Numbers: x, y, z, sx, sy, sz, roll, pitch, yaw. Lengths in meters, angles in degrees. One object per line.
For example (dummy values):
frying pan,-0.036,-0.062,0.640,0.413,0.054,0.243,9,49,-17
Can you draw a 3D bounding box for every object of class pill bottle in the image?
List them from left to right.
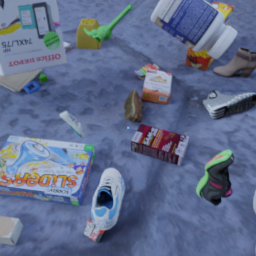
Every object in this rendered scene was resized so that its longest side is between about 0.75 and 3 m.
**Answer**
pill bottle,1.961,-3.104,8.311,2.345,1.301,1.301,34,50,-3

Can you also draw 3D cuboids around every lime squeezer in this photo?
lime squeezer,-0.693,-2.445,6.918,0.373,0.699,1.978,12,-7,-39

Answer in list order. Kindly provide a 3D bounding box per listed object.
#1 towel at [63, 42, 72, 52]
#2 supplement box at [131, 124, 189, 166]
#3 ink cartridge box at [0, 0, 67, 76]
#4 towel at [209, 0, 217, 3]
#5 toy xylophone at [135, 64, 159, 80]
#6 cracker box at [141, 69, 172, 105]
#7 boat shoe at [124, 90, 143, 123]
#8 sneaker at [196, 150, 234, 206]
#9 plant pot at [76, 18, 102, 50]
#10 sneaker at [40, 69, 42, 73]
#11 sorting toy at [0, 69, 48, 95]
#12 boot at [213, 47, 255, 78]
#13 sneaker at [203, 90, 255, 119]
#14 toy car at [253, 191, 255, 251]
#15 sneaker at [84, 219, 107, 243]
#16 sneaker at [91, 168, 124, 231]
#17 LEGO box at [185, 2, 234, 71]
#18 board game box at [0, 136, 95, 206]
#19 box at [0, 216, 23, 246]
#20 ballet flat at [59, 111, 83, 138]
towel,-3.842,-3.843,13.372,1.626,0.274,1.703,29,51,26
supplement box,1.001,0.508,8.898,1.649,0.502,0.897,15,47,16
ink cartridge box,-3.495,-3.301,8.722,2.108,2.873,2.098,-22,28,-32
towel,2.853,-4.265,8.235,1.098,0.795,0.131,-14,-3,36
toy xylophone,0.858,-2.319,11.855,1.091,0.274,0.799,-32,54,-27
cracker box,1.135,-1.646,11.003,1.030,0.444,1.538,11,46,2
boat shoe,0.225,-0.759,10.172,0.586,0.625,1.736,28,33,-19
sneaker,1.623,0.891,4.888,0.528,1.376,0.576,-31,55,-24
plant pot,-1.889,-4.584,13.481,1.131,1.157,1.123,4,46,5
sneaker,-4.155,-2.576,12.085,0.973,0.325,0.522,32,52,24
sorting toy,-4.473,-2.073,11.473,2.738,0.373,1.542,26,58,23
boot,4.490,-2.723,11.579,1.683,1.231,0.591,8,46,8
sneaker,3.705,-1.120,10.352,2.047,0.768,1.182,-16,45,-14
toy car,4.293,2.147,6.122,2.502,2.144,2.859,12,46,10
sneaker,-0.723,2.380,7.165,0.530,0.330,0.989,20,51,16
sneaker,-0.509,1.680,7.393,0.760,0.766,2.115,-2,28,4
LEGO box,3.600,-4.087,12.420,1.010,1.950,2.618,23,50,21
board game box,-2.518,1.192,8.231,2.770,0.477,1.875,5,46,5
box,-3.289,2.508,6.953,1.145,0.445,0.544,5,45,5
ballet flat,-1.433,-0.100,7.416,0.314,0.874,0.314,-36,21,17
